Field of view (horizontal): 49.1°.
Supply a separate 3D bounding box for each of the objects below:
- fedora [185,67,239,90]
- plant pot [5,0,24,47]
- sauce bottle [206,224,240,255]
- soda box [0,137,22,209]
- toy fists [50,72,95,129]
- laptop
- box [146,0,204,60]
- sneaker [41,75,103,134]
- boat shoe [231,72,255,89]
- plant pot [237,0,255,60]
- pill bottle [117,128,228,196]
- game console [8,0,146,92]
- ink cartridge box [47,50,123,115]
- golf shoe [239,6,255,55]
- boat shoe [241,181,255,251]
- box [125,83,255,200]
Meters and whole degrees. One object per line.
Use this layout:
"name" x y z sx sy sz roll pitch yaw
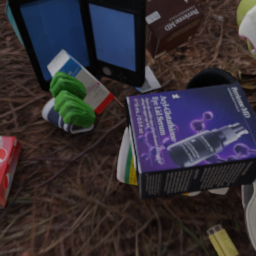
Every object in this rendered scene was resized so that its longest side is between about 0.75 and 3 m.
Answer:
"fedora" 2.817 -0.659 8.685 1.109 2.429 2.429 0 50 -37
"plant pot" -2.816 -3.473 10.130 2.482 2.482 2.332 -21 71 -13
"sauce bottle" 2.454 3.108 6.814 0.462 0.462 1.428 -18 60 -12
"soda box" -3.680 1.228 7.952 0.696 0.630 1.988 2 56 1
"toy fists" -1.048 -0.522 4.971 0.434 0.644 1.263 -37 50 18
"laptop" 0.416 -1.892 9.978 1.232 0.714 1.154 -18 59 -11
"box" 0.930 -3.137 7.740 1.413 1.399 1.704 -30 83 -3
"sneaker" -1.368 -0.926 9.170 1.464 0.946 2.698 33 69 25
"boat shoe" 3.858 -1.778 9.970 1.641 0.591 0.592 8 57 5
"plant pot" 4.101 -3.068 7.818 2.258 2.258 2.076 0 33 0
"pill bottle" 1.226 0.934 7.574 2.831 1.597 1.597 10 57 6
"game console" -0.959 -1.867 6.490 2.388 2.715 1.580 22 56 19
"ink cartridge box" -0.966 -0.948 6.435 0.569 1.692 0.983 -47 32 4
"golf shoe" 3.191 -1.550 5.604 0.860 1.045 2.283 -40 91 -29
"boat shoe" 2.920 1.422 6.057 0.866 0.738 2.590 -3 63 17
"box" 1.026 0.209 4.593 1.961 1.023 1.451 -9 55 -3
